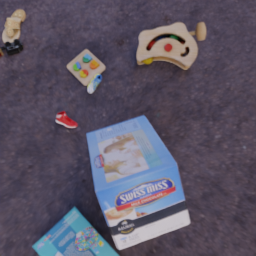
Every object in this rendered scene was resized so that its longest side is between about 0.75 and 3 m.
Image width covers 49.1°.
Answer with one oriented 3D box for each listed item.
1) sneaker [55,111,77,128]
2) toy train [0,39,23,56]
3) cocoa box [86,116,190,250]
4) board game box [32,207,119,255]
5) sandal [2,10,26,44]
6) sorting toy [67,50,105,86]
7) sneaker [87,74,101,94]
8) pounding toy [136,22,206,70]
[{"bbox_3d":[-2.161,-0.296,9.855,0.798,0.461,0.312,14,41,-2],"label":"sneaker"},{"bbox_3d":[-5.556,-2.965,11.407,2.592,0.442,0.594,-22,76,-12],"label":"toy train"},{"bbox_3d":[0.110,1.235,7.483,1.925,1.894,2.887,-18,27,-4],"label":"cocoa box"},{"bbox_3d":[-1.388,3.527,7.825,2.054,0.482,1.551,41,69,20],"label":"board game box"},{"bbox_3d":[-5.029,-4.543,12.094,0.753,0.675,2.053,6,62,3],"label":"sandal"},{"bbox_3d":[-1.669,-2.400,10.991,1.116,0.220,1.206,-42,73,-6],"label":"sorting toy"},{"bbox_3d":[-1.266,-1.700,10.596,0.317,0.440,0.837,28,79,-20],"label":"sneaker"},{"bbox_3d":[1.768,-3.078,11.277,2.939,1.686,1.680,-12,90,4],"label":"pounding toy"}]
